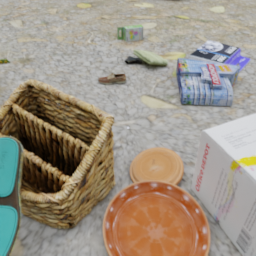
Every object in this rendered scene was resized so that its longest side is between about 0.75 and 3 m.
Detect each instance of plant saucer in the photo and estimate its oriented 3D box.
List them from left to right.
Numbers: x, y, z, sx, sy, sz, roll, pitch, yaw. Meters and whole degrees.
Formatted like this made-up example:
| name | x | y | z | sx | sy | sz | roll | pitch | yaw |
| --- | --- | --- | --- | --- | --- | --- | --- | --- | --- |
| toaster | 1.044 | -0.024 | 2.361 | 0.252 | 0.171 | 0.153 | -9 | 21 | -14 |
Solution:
| name | x | y | z | sx | sy | sz | roll | pitch | yaw |
| --- | --- | --- | --- | --- | --- | --- | --- | --- | --- |
| plant saucer | 0.558 | 2.065 | 5.682 | 2.142 | 0.346 | 2.142 | 2 | 48 | -2 |
| plant saucer | 0.705 | 1.014 | 7.054 | 1.367 | 0.221 | 1.367 | -8 | 44 | 7 |

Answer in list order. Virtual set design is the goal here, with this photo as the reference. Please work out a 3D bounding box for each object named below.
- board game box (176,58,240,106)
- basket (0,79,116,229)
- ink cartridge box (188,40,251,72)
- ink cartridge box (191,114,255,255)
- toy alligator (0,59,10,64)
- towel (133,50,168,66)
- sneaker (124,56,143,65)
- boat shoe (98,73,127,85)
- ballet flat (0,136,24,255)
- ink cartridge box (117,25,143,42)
| name | x | y | z | sx | sy | sz | roll | pitch | yaw |
| --- | --- | --- | --- | --- | --- | --- | --- | --- | --- |
| board game box | 3.017 | -1.723 | 10.231 | 2.311 | 0.713 | 2.312 | 1 | 39 | 3 |
| basket | -1.954 | 0.539 | 6.295 | 2.948 | 2.196 | 2.104 | 27 | 46 | 28 |
| ink cartridge box | 3.993 | -3.051 | 12.079 | 2.113 | 0.459 | 2.094 | 25 | 45 | 26 |
| ink cartridge box | 2.844 | 1.233 | 5.652 | 1.883 | 1.917 | 2.603 | -16 | 42 | -18 |
| toy alligator | -5.496 | -2.867 | 12.056 | 0.759 | 0.182 | 0.251 | -10 | 40 | -12 |
| towel | 0.942 | -3.016 | 11.957 | 1.064 | 0.262 | 1.434 | -5 | 35 | -34 |
| sneaker | 0.237 | -2.818 | 11.978 | 0.764 | 0.286 | 0.406 | 23 | 56 | 27 |
| boat shoe | -0.602 | -1.920 | 10.726 | 1.096 | 0.394 | 0.415 | -4 | 39 | -5 |
| ballet flat | -2.369 | 1.405 | 5.084 | 0.891 | 0.891 | 2.521 | 0 | 65 | -1 |
| ink cartridge box | 0.113 | -4.682 | 13.908 | 1.256 | 0.652 | 0.372 | -10 | 39 | -13 |
